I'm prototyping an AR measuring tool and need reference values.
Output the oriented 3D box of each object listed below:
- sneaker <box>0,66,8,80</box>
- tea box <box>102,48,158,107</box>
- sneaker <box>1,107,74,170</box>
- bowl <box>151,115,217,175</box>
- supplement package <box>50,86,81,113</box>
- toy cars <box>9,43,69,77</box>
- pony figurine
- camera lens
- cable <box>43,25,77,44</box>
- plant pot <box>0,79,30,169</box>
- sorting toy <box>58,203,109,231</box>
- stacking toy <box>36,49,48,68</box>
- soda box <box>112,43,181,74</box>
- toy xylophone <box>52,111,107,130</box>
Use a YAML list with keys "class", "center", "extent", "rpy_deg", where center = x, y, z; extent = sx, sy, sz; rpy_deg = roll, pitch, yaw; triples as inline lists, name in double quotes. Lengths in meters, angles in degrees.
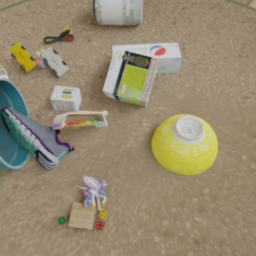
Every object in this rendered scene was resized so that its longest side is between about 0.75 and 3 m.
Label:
- class: "sneaker"
  center: [-6.532, -1.985, 11.766]
  extent: [2.862, 1.114, 1.176]
  rpy_deg: [-9, 65, -17]
- class: "tea box"
  center: [0.122, -1.976, 11.224]
  extent: [1.761, 1.196, 1.790]
  rpy_deg: [16, 87, 6]
- class: "sneaker"
  center: [-3.340, 0.181, 10.288]
  extent: [2.922, 1.087, 1.279]
  rpy_deg: [45, 51, 8]
- class: "bowl"
  center: [2.090, 0.343, 10.022]
  extent: [2.423, 1.304, 2.423]
  rpy_deg: [0, 56, 0]
- class: "supplement package"
  center: [-2.514, -1.163, 11.415]
  extent: [0.984, 0.741, 0.747]
  rpy_deg: [7, 55, 5]
- class: "toy cars"
  center: [-3.947, -3.025, 12.634]
  extent: [2.767, 0.613, 1.241]
  rpy_deg: [9, 91, 3]
- class: "pony figurine"
  center: [-1.149, 2.100, 9.160]
  extent: [1.010, 0.871, 1.046]
  rpy_deg: [22, 50, -22]
- class: "camera lens"
  center: [-0.499, -6.266, 14.252]
  extent: [2.429, 1.943, 1.943]
  rpy_deg: [3, 55, 3]
- class: "cable"
  center: [-3.382, -4.504, 14.092]
  extent: [1.659, 0.417, 0.806]
  rpy_deg: [-29, 91, -4]
- class: "plant pot"
  center: [-5.198, 0.084, 9.373]
  extent: [2.818, 2.999, 2.999]
  rpy_deg: [-9, 55, 4]
- class: "sorting toy"
  center: [-1.398, 2.821, 8.865]
  extent: [1.530, 0.259, 0.737]
  rpy_deg: [10, 55, -6]
- class: "stacking toy"
  center: [-3.795, -3.140, 12.681]
  extent: [0.356, 0.762, 0.842]
  rpy_deg: [7, 34, 11]
- class: "soda box"
  center: [0.805, -3.100, 12.650]
  extent: [2.998, 0.954, 1.021]
  rpy_deg: [-3, 55, -3]
- class: "toy xylophone"
  center: [-1.638, -0.279, 10.050]
  extent: [2.035, 1.490, 0.511]
  rpy_deg: [-4, 87, -34]
